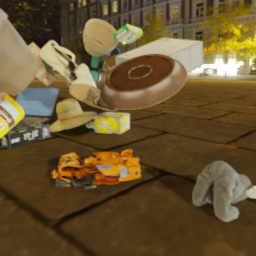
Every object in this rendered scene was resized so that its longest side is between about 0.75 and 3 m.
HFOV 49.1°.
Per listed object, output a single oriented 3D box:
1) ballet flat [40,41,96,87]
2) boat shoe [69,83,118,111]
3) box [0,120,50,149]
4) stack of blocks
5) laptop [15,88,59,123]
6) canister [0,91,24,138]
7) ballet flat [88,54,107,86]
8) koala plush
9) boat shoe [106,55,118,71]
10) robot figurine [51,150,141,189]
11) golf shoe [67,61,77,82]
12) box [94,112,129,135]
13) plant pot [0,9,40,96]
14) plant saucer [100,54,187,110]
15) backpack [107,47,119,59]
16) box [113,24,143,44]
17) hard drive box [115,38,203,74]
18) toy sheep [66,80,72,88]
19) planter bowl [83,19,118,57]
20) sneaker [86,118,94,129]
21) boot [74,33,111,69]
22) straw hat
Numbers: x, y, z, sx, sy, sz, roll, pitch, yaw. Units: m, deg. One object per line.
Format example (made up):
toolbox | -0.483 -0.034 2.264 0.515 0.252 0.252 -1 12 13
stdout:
ballet flat | -2.232 -2.376 11.182 2.910 1.010 1.010 39 15 -2
boat shoe | -1.132 -1.037 9.516 1.781 0.635 0.575 18 15 -10
box | -4.726 0.151 11.189 2.466 0.537 1.976 7 15 28
stack of blocks | -3.914 -2.826 12.723 0.547 1.867 1.075 -33 -26 7
laptop | -5.352 -1.137 14.362 2.601 1.610 2.778 4 14 20
canister | -4.737 -0.281 9.271 0.969 1.662 2.238 -36 17 34
ballet flat | -1.441 -2.565 12.651 0.778 2.130 0.778 17 4 -1
koala plush | 2.151 1.237 5.861 1.181 1.085 1.047 6 9 -30
boat shoe | -0.575 -2.958 13.428 0.798 0.749 2.166 -23 23 7
robot figurine | -0.861 1.023 7.281 2.204 0.641 1.598 -3 12 -12
golf shoe | -2.169 -2.128 10.602 0.322 0.827 0.391 -2 -15 -33
box | -0.706 -0.233 12.372 1.225 0.747 1.180 4 14 21
plant pot | -3.860 -2.075 8.333 1.997 2.302 2.302 42 -15 -36
plant saucer | 0.354 -1.422 7.804 2.527 0.405 2.527 -12 39 9
backpack | -0.944 -4.113 15.046 0.997 0.810 0.836 31 16 -10
box | 0.041 -3.197 9.655 0.654 0.270 1.115 -26 -5 33
hard drive box | 1.259 -2.662 11.247 2.799 1.075 2.181 -28 33 -29
toy sheep | -2.894 -2.437 14.841 0.789 0.789 1.144 1 38 3
planter bowl | -1.148 -3.304 10.709 1.350 1.350 0.909 -9 -22 -34
sneaker | -1.675 -0.280 12.835 0.844 0.591 0.328 10 32 40
boot | -1.492 -3.384 13.730 0.965 2.850 1.862 15 30 39
straw hat | -2.650 -0.745 12.552 2.437 1.031 2.437 -16 18 5
